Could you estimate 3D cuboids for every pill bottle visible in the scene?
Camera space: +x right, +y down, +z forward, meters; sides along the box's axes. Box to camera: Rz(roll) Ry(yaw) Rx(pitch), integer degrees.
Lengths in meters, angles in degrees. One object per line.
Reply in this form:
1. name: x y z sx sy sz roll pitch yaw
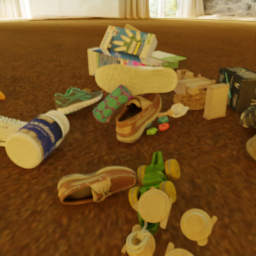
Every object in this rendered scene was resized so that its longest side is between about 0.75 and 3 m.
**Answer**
1. pill bottle: -2.588 0.255 8.296 1.096 1.096 1.895 8 29 15

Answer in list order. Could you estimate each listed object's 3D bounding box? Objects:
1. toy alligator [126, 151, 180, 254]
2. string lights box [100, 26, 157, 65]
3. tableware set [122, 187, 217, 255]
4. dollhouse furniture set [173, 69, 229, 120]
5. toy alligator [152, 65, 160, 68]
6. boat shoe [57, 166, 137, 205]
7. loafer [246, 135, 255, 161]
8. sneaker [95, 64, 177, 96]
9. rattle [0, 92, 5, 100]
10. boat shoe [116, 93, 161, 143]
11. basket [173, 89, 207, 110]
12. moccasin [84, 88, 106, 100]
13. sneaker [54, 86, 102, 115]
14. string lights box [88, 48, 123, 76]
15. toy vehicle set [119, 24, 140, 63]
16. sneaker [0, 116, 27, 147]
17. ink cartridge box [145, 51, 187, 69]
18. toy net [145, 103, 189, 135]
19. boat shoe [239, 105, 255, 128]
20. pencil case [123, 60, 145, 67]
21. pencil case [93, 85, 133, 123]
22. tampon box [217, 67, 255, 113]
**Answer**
1. toy alligator: 0.546 1.608 6.134 0.974 0.706 2.937 -16 26 27
2. string lights box: 0.009 -2.770 9.369 1.692 0.870 0.499 18 -10 19
3. tableware set: 0.708 1.977 5.142 1.710 0.198 1.428 20 70 31
4. dollhouse furniture set: 2.538 -1.426 11.483 1.461 1.248 2.819 -11 28 -21
5. toy alligator: 1.789 -3.431 16.331 1.147 0.380 0.276 8 28 16
6. boat shoe: -0.697 1.425 6.543 1.881 0.712 0.675 -12 32 -3
7. loafer: 4.667 0.087 8.389 1.134 1.006 2.983 48 52 10
8. sneaker: 0.271 -1.671 9.673 2.782 1.063 1.120 5 19 3
9. rattle: -7.059 -1.372 12.204 2.561 1.829 1.667 -33 5 -29
10. boat shoe: 0.386 -0.613 9.349 0.965 0.915 2.547 7 44 29
11. basket: 2.592 -1.322 11.613 1.264 0.902 0.941 -3 28 -7
12. moccasin: -1.685 -1.437 12.119 1.670 0.644 0.611 -15 30 -27
13. sneaker: -1.960 -1.230 11.017 2.099 0.957 0.814 -27 12 -34
14. string lights box: -0.885 -3.407 15.113 2.789 1.433 0.822 19 32 32
15. toy vehicle set: -0.036 -3.009 10.005 0.726 1.169 0.155 36 14 12
16. sneaker: -3.953 0.039 8.958 2.246 0.904 0.858 -7 26 -17
17. ink cartridge box: 2.195 -4.037 17.112 1.308 0.747 2.519 -19 32 -32
18. toy net: 1.346 -0.440 9.977 2.115 0.408 1.110 -25 27 -18
19. boat shoe: 4.712 -0.516 10.137 0.806 0.856 2.384 -23 -2 40
20. pencil case: 0.233 -2.495 10.693 1.026 2.321 1.026 -7 8 1
21. pencil case: -0.508 -0.770 9.159 0.627 1.357 0.577 46 18 -3
22. tampon box: 4.675 -1.631 11.676 1.166 1.384 1.847 -5 27 -9
